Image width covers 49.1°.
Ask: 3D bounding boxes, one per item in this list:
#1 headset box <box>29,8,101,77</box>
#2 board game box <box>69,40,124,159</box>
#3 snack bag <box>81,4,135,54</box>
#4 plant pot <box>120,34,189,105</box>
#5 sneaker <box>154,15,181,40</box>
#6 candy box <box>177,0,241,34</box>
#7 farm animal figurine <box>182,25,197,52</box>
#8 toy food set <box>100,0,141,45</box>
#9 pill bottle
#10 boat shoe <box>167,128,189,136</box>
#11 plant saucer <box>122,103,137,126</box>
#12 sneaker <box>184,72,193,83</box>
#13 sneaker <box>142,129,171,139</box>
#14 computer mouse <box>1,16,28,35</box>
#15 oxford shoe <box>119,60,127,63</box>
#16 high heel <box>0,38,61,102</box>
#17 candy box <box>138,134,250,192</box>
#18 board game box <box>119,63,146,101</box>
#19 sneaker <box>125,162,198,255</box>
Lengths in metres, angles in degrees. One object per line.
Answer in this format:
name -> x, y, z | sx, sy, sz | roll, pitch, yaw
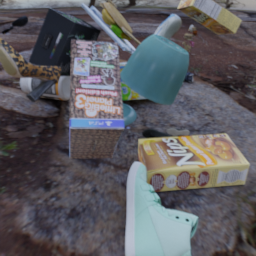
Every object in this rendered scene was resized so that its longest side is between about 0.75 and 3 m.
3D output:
headset box -> -2.360, -3.097, 10.551 | 1.117, 2.097, 2.408 | 33, 20, 9
board game box -> -0.815, -0.596, 6.524 | 1.061, 1.747, 2.191 | 1, 64, -12
snack bag -> -0.702, -3.994, 11.399 | 2.483, 0.282, 2.634 | 46, 15, -1
plant pot -> 0.966, -1.956, 8.915 | 2.011, 1.614, 2.011 | 23, 26, -12
sneaker -> 1.133, -3.165, 9.619 | 0.589, 1.638, 0.594 | 33, 23, -37
candy box -> 2.569, -3.603, 8.902 | 1.770, 0.490, 1.022 | 21, 9, -21
farm animal figurine -> 2.669, -3.946, 12.431 | 0.511, 0.981, 0.970 | 19, 3, 18
toy food set -> -0.518, -4.263, 11.184 | 1.804, 0.524, 2.613 | 15, 43, -61
pill bottle -> -3.759, -2.017, 13.034 | 2.238, 1.302, 1.302 | 9, 31, 16
boat shoe -> 1.828, 0.140, 10.314 | 0.842, 0.282, 0.240 | 5, 17, 0
plant saucer -> -0.708, -0.612, 11.590 | 2.122, 0.291, 2.122 | 0, 29, 0
sneaker -> 2.903, -2.684, 14.975 | 1.319, 0.501, 0.953 | -20, 32, -32
sneaker -> 1.052, 0.401, 9.699 | 1.294, 0.389, 0.675 | 12, 27, 14
computer mouse -> -4.072, -3.618, 10.060 | 1.518, 0.258, 0.445 | -10, 26, 40
oxford shoe -> -1.302, -3.431, 15.808 | 2.837, 1.012, 1.011 | 0, 32, -3
high heel -> -2.997, -2.085, 8.678 | 0.781, 2.188, 1.560 | 11, 52, 34
candy box -> 1.802, 0.973, 8.277 | 2.860, 0.791, 1.651 | -3, 30, -5
board game box -> 0.105, -2.160, 12.792 | 2.992, 1.541, 1.569 | -5, 19, -8
sneaker -> 0.741, 1.873, 6.411 | 1.546, 0.965, 2.621 | -4, 43, 4
